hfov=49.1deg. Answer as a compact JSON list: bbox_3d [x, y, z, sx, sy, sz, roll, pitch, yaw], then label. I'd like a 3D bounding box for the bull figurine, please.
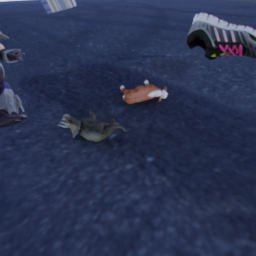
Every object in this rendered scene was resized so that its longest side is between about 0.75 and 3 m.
[{"bbox_3d":[0.629,-1.434,11.338,1.928,0.628,1.171,-11,31,-21],"label":"bull figurine"}]

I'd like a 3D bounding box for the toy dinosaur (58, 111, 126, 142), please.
[{"bbox_3d":[-1.057,0.085,8.858,2.087,0.803,1.068,20,47,20],"label":"toy dinosaur"}]

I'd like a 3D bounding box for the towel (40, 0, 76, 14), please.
[{"bbox_3d":[-2.279,-4.110,8.784,1.190,0.874,0.142,-2,44,26],"label":"towel"}]

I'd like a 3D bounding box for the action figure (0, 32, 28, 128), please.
[{"bbox_3d":[-3.265,-1.493,6.473,1.029,2.966,1.930,-20,-10,36],"label":"action figure"}]

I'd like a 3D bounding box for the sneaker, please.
[{"bbox_3d":[2.611,-2.239,7.626,2.399,0.885,1.049,33,86,25],"label":"sneaker"}]
